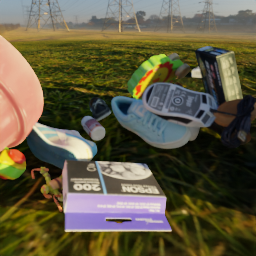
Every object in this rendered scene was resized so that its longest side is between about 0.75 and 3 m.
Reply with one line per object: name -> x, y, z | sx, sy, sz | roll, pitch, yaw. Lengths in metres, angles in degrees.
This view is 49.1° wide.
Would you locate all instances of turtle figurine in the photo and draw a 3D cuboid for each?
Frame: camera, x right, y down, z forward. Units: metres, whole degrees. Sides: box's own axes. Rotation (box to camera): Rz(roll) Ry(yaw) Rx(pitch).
turtle figurine -> -1.232, 1.051, 5.062 | 0.810, 0.323, 1.004 | -17, 48, -43

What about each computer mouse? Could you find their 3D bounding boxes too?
computer mouse -> 1.513, -0.407, 6.337 | 2.430, 0.533, 1.333 | 17, 67, 14

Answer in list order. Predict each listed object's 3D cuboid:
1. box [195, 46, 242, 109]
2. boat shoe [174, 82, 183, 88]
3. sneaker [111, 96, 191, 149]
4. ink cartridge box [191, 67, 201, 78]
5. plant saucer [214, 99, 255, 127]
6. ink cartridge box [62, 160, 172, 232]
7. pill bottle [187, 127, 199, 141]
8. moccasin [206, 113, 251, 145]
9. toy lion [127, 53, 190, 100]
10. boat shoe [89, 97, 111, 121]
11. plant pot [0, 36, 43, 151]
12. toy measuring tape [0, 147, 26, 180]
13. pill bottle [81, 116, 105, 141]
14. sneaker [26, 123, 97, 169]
box -> 2.754, -1.258, 8.382 | 0.507, 2.204, 1.752 | -20, 22, 2
boat shoe -> 1.408, -0.682, 8.673 | 0.599, 0.599, 1.702 | -33, 29, 37
sneaker -> 0.418, -0.199, 6.976 | 2.317, 0.949, 0.856 | 20, 72, 37
ink cartridge box -> 4.719, -3.137, 15.742 | 1.972, 0.432, 1.991 | 7, 21, 20
plant saucer -> 2.619, -0.412, 6.844 | 1.069, 0.200, 1.069 | -20, 27, 11
ink cartridge box -> -0.245, 1.043, 4.608 | 1.597, 0.350, 1.612 | 5, 20, -16
pill bottle -> 1.249, -0.114, 7.529 | 1.200, 0.680, 0.680 | 15, 26, 32
moccasin -> 2.650, -0.092, 7.439 | 0.722, 0.684, 1.871 | -32, 16, -1
toy lion -> 0.822, -1.463, 9.119 | 2.150, 2.243, 0.770 | -23, 65, -35
boat shoe -> -0.925, -0.597, 8.662 | 0.588, 0.553, 1.637 | -32, 19, -2
plant pot -> -3.302, -0.153, 4.818 | 2.782, 2.782, 2.490 | 7, 47, 18
toy measuring tape -> -2.254, 0.819, 5.242 | 0.603, 0.603, 1.640 | -5, 18, -12
pill bottle -> -0.949, -0.009, 7.507 | 0.412, 0.412, 0.753 | -12, 34, -28
sneaker -> -1.584, 0.353, 6.348 | 1.921, 0.735, 0.776 | 24, 33, 29
